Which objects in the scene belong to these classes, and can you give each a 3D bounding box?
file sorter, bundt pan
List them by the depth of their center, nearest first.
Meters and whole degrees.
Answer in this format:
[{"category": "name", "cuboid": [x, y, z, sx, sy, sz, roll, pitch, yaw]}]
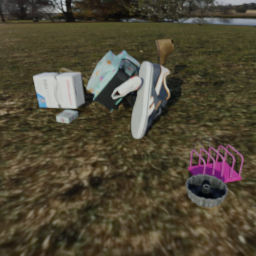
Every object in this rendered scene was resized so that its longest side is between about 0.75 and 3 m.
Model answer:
[{"category": "bundt pan", "cuboid": [1.950, 1.619, 7.039, 1.024, 0.384, 1.024, -1, 27, 0]}, {"category": "file sorter", "cuboid": [2.453, 1.001, 7.865, 1.213, 0.761, 0.843, -7, 27, -13]}]

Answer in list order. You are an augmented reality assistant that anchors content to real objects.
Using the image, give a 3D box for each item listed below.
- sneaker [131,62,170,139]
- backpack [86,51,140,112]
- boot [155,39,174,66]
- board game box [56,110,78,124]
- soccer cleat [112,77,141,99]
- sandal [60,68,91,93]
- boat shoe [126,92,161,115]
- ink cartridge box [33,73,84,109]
[{"category": "sneaker", "cuboid": [0.826, -0.874, 9.760, 1.058, 2.665, 1.045, 5, 14, -20]}, {"category": "backpack", "cuboid": [-0.486, -1.928, 10.696, 1.642, 1.882, 2.141, 36, 37, -7]}, {"category": "boot", "cuboid": [1.601, -3.175, 11.940, 0.754, 0.736, 1.999, -13, -10, 6]}, {"category": "board game box", "cuboid": [-2.484, -0.467, 11.447, 0.557, 0.243, 0.755, 9, 26, 18]}, {"category": "soccer cleat", "cuboid": [-0.060, -1.286, 9.192, 1.206, 0.414, 0.514, -23, 19, 40]}, {"category": "sandal", "cuboid": [-2.218, -2.210, 12.475, 1.755, 0.705, 0.474, 30, 53, 4]}, {"category": "boat shoe", "cuboid": [0.613, -1.023, 11.965, 0.711, 0.891, 2.357, -9, 16, -20]}, {"category": "ink cartridge box", "cuboid": [-2.967, -1.631, 12.148, 1.930, 1.396, 0.813, 4, 23, 21]}]
